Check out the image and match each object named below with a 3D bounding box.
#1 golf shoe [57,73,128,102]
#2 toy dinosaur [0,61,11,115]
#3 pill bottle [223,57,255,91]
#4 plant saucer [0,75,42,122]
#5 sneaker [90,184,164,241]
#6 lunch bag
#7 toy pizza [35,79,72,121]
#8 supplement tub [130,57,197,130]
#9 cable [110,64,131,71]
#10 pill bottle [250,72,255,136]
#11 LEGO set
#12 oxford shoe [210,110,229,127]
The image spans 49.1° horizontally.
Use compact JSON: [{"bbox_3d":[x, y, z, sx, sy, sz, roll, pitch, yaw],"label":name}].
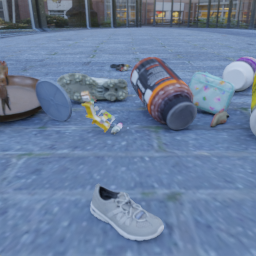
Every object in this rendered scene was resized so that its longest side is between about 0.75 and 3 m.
[{"bbox_3d":[-1.168,-1.265,9.105,2.250,0.881,1.094,6,7,-14],"label":"golf shoe"},{"bbox_3d":[-3.636,-0.443,6.280,2.504,1.075,1.697,-41,-5,1],"label":"toy dinosaur"},{"bbox_3d":[4.169,-1.991,10.359,1.051,1.051,1.869,15,27,31],"label":"pill bottle"},{"bbox_3d":[-3.575,-0.863,8.132,2.680,0.430,2.680,3,31,-2],"label":"plant saucer"},{"bbox_3d":[-0.064,1.129,3.818,1.156,0.474,0.432,14,27,28],"label":"sneaker"},{"bbox_3d":[2.277,-1.003,7.884,1.254,1.006,0.484,24,20,21],"label":"lunch bag"},{"bbox_3d":[-1.888,-0.727,7.203,1.202,1.202,0.190,14,39,29],"label":"toy pizza"},{"bbox_3d":[0.920,-0.917,7.375,1.189,1.189,2.223,-7,39,-17],"label":"supplement tub"},{"bbox_3d":[-0.494,-2.919,13.705,0.666,0.345,1.371,-37,28,-30],"label":"cable"},{"bbox_3d":[3.548,-0.812,6.471,1.269,1.269,2.257,8,49,19],"label":"pill bottle"},{"bbox_3d":[-0.656,-0.404,6.592,0.578,1.256,0.468,-20,28,48],"label":"LEGO set"},{"bbox_3d":[2.385,-0.227,7.242,0.295,0.277,0.788,32,47,23],"label":"oxford shoe"}]
